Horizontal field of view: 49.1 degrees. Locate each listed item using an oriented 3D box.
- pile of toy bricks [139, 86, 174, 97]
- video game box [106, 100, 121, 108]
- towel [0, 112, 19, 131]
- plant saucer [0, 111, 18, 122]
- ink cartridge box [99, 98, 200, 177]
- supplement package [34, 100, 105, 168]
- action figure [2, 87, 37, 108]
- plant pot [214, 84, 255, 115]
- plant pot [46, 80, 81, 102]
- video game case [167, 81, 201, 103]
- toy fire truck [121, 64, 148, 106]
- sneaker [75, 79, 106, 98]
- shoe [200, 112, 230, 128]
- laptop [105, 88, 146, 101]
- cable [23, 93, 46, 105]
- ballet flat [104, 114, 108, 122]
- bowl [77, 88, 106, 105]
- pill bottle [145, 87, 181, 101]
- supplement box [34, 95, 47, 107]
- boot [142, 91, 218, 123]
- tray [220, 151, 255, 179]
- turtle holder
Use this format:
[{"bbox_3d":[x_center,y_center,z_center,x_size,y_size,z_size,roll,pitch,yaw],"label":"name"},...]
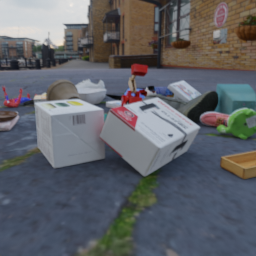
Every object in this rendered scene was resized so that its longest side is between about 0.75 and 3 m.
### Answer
[{"bbox_3d":[1.528,-1.322,13.919,2.218,1.230,1.095,-1,-21,33],"label":"pile of toy bricks"},{"bbox_3d":[-0.351,-1.228,14.651,1.215,0.284,1.107,-13,17,-41],"label":"video game box"},{"bbox_3d":[-5.529,-0.236,10.865,2.195,0.354,2.096,-3,16,-10],"label":"towel"},{"bbox_3d":[-4.832,-0.423,10.552,1.283,0.221,1.283,2,15,0],"label":"plant saucer"},{"bbox_3d":[0.631,0.111,7.373,1.608,0.933,2.228,39,32,24],"label":"ink cartridge box"},{"bbox_3d":[-1.664,0.055,7.763,1.396,1.386,1.840,-8,17,-28],"label":"supplement package"},{"bbox_3d":[-5.917,-1.793,15.164,0.804,1.220,2.465,3,18,13],"label":"action figure"},{"bbox_3d":[4.565,-0.976,11.756,1.391,1.392,1.969,2,19,6],"label":"plant pot"},{"bbox_3d":[-2.855,-1.300,13.063,1.547,1.547,1.343,-11,35,-34],"label":"plant pot"},{"bbox_3d":[3.064,-1.391,13.116,2.199,0.261,2.002,41,30,14],"label":"video game case"},{"bbox_3d":[0.199,-1.660,12.276,0.582,1.684,2.388,3,-7,-15],"label":"toy fire truck"},{"bbox_3d":[-2.744,-2.380,17.178,2.782,1.212,1.037,-3,16,-5],"label":"sneaker"},{"bbox_3d":[3.512,-0.265,10.546,1.538,0.550,0.700,7,10,8],"label":"shoe"},{"bbox_3d":[0.167,-1.990,15.720,1.912,1.114,2.157,9,-4,33],"label":"laptop"},{"bbox_3d":[-5.194,-1.657,15.857,0.924,0.479,1.903,-3,11,41],"label":"cable"},{"bbox_3d":[-1.155,-0.110,10.018,1.942,0.671,0.691,-8,-12,-32],"label":"ballet flat"},{"bbox_3d":[-2.468,-1.740,15.619,2.086,0.780,2.089,9,18,30],"label":"bowl"},{"bbox_3d":[1.853,-1.674,14.904,1.798,0.998,0.998,-3,15,-9],"label":"pill bottle"},{"bbox_3d":[-4.632,-1.457,15.132,0.800,0.467,1.270,-4,16,-14],"label":"supplement box"},{"bbox_3d":[2.161,-1.056,12.301,2.524,1.007,2.777,-26,23,-32],"label":"boot"},{"bbox_3d":[3.175,0.864,6.903,1.604,0.297,0.791,-6,16,-23],"label":"tray"},{"bbox_3d":[3.791,-0.099,9.508,0.969,1.275,0.906,36,16,-6],"label":"turtle holder"}]
